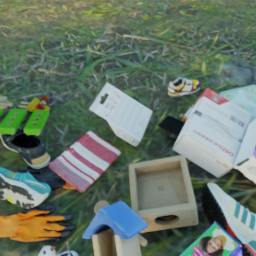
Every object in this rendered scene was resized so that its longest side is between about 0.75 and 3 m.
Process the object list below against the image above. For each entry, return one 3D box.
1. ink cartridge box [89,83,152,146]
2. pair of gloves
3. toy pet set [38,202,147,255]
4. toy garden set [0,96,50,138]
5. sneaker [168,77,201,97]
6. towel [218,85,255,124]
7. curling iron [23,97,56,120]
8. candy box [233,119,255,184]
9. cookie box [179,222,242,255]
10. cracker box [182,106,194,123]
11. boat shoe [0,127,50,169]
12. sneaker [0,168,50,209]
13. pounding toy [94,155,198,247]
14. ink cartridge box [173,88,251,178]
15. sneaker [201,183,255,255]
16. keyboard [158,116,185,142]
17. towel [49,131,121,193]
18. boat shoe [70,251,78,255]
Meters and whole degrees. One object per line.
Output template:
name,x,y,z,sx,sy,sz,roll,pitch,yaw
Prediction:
ink cartridge box,-0.236,-0.452,9.105,1.855,0.465,1.493,30,47,-5
pair of gloves,-2.332,1.935,7.541,2.086,0.290,2.342,3,45,1
toy pet set,-0.472,2.223,5.249,2.350,2.194,1.248,-12,83,31
toy garden set,-3.783,-0.353,8.807,2.582,0.515,2.152,2,32,-2
sneaker,2.151,-1.613,10.425,1.412,0.636,0.529,-21,51,-16
towel,4.407,-0.833,10.135,1.924,0.463,1.647,-16,47,-14
curling iron,-3.810,-0.461,9.651,2.877,0.713,0.368,-25,36,-24
candy box,4.211,0.949,7.607,2.249,0.805,1.887,38,52,1
cookie box,1.384,2.937,5.463,1.766,1.511,0.664,-37,44,-14
cracker box,2.317,-0.404,9.875,0.541,0.233,0.808,26,51,23
boat shoe,-3.227,0.388,8.614,0.903,0.753,2.419,-30,42,-32
sneaker,-3.022,1.514,7.511,2.081,0.806,0.829,19,22,22
pounding toy,0.453,2.025,6.998,2.398,1.097,2.107,-11,48,8
ink cartridge box,2.590,0.105,8.588,1.676,0.946,2.283,33,52,4
sneaker,2.782,2.326,6.908,1.098,0.827,2.349,-12,49,-22
keyboard,1.817,0.237,9.298,1.819,0.187,1.156,27,45,25
towel,-1.234,0.921,8.310,1.324,0.209,1.838,32,50,18
boat shoe,-1.213,3.182,6.362,0.312,0.283,0.847,-15,48,-14
